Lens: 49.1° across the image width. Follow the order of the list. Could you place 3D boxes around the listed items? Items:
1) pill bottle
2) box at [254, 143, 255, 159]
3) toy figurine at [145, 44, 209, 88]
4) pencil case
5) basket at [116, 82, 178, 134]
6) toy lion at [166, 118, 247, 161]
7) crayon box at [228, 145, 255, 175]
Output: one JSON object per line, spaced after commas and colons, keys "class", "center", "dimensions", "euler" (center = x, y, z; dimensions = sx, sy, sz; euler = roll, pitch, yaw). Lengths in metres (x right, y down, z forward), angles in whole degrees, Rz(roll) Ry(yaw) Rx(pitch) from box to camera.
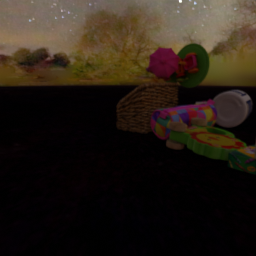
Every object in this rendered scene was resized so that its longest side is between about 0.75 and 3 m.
{"class": "pill bottle", "center": [3.754, -0.738, 10.017], "dimensions": [1.189, 1.189, 2.142], "euler": [6, 12, 29]}
{"class": "box", "center": [2.381, 0.384, 4.339], "dimensions": [0.362, 0.435, 1.058], "euler": [3, 5, -1]}
{"class": "toy figurine", "center": [1.240, -1.928, 8.697], "dimensions": [1.725, 1.407, 1.874], "euler": [-4, -5, -40]}
{"class": "pencil case", "center": [1.655, -0.273, 8.089], "dimensions": [2.149, 0.950, 0.950], "euler": [-14, 17, -38]}
{"class": "basket", "center": [0.576, -0.760, 9.264], "dimensions": [1.465, 1.529, 2.052], "euler": [9, 15, 40]}
{"class": "toy lion", "center": [1.927, 0.289, 6.552], "dimensions": [1.751, 0.627, 1.827], "euler": [18, 18, 36]}
{"class": "crayon box", "center": [2.479, 0.596, 5.410], "dimensions": [1.026, 0.299, 0.609], "euler": [-9, 14, -38]}
